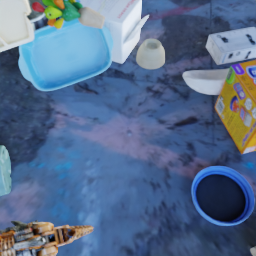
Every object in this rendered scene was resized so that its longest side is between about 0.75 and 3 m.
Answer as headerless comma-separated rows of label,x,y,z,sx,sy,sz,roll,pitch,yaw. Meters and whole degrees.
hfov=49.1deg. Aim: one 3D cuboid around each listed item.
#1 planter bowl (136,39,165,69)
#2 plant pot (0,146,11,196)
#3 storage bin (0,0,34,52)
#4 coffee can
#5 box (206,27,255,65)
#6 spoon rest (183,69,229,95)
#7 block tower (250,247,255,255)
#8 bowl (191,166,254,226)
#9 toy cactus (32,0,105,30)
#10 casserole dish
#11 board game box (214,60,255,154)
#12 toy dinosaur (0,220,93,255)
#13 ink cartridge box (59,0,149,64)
planter bowl,0.720,-2.358,8.665,0.911,0.613,0.911,0,56,-1
plant pot,-3.344,0.992,6.012,1.409,1.439,1.439,-7,56,-14
storage bin,-3.415,-2.739,5.764,2.484,1.173,2.502,-20,65,-5
coffee can,-2.846,-2.870,8.434,1.137,1.554,1.137,0,56,0
box,3.450,-2.622,8.914,1.621,0.488,0.946,-14,57,-9
spoon rest,2.953,-1.343,7.707,2.878,0.872,1.430,7,22,1
block tower,3.917,2.251,5.450,2.777,0.803,0.750,-14,57,-8
bowl,2.081,1.510,6.257,1.352,0.265,1.352,0,56,0
toy cactus,-0.926,-1.846,4.570,1.056,0.655,1.280,20,20,-4
casserole dish,-1.714,-2.082,7.890,2.720,1.648,0.528,-19,13,6
board game box,3.355,-0.570,6.856,1.585,1.586,1.585,-13,57,-9
toy dinosaur,-1.113,1.445,3.397,1.417,0.962,0.724,19,55,-25
ink cartridge box,-0.666,-3.175,8.667,2.339,1.465,1.503,20,56,13
